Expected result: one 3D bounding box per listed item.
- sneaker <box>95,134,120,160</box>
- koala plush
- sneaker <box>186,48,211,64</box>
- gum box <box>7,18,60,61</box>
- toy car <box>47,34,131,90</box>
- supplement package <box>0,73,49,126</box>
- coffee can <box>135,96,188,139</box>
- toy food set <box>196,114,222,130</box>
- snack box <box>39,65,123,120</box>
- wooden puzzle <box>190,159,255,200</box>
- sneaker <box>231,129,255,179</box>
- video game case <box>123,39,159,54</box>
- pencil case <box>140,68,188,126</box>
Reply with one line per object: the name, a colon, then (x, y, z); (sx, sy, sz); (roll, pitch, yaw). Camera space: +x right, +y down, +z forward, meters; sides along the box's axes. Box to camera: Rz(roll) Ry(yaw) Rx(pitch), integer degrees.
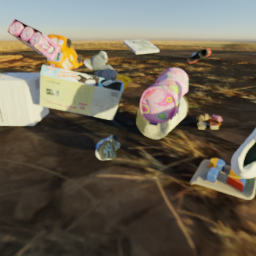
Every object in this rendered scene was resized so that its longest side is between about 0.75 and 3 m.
sneaker: (-0.607, 0.576, 7.366); (0.510, 0.502, 1.325); (-22, 5, 17)
koala plush: (-1.020, -2.212, 10.598); (1.091, 1.230, 1.131); (-30, 5, -17)
sneaker: (2.799, -2.895, 11.255); (1.008, 0.356, 0.493); (-22, 4, 25)
gum box: (-2.775, -2.602, 8.300); (1.463, 0.484, 0.830); (32, 0, 28)
toy car: (-1.443, -2.012, 9.263); (2.951, 1.447, 0.982); (23, 69, 10)
supplement package: (-4.705, -1.096, 10.271); (2.983, 1.634, 1.697); (1, 20, 3)
coffee can: (1.118, -0.472, 9.034); (1.165, 1.165, 1.592); (11, 27, 28)
toy food set: (2.921, -0.260, 10.013); (0.914, 0.226, 1.438); (3, 19, 8)
snack box: (-1.539, -1.074, 9.016); (2.500, 1.453, 0.464); (11, 51, -11)
wooden puzzle: (2.178, 1.048, 6.291); (1.307, 0.303, 1.211); (10, 22, 26)
sneaker: (2.733, 0.105, 5.087); (0.751, 2.135, 0.856); (41, 8, 22)
video game case: (0.524, -3.316, 11.390); (1.135, 0.125, 1.035); (-14, 46, -30)
pencil case: (1.027, -0.905, 7.508); (1.021, 1.021, 2.336); (6, 25, 16)
